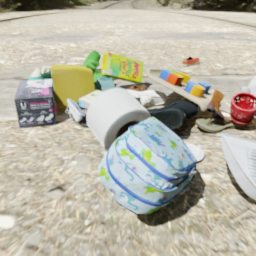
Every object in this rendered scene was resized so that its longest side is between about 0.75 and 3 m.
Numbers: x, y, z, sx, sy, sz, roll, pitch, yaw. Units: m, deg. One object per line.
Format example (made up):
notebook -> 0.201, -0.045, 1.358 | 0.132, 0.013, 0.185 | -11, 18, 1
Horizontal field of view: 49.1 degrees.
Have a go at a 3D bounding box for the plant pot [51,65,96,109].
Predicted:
plant pot -> -2.213, -1.818, 11.564 | 1.621, 1.574, 1.585 | -8, 19, -10

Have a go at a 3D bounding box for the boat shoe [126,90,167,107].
boat shoe -> 0.634, -1.124, 11.625 | 1.932, 0.684, 0.670 | 2, 45, 5

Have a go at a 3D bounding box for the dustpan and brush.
dustpan and brush -> 3.266, 1.390, 6.373 | 1.985, 0.814, 2.844 | 12, 61, -22

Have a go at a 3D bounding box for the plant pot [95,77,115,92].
plant pot -> -0.988, -1.688, 12.244 | 0.956, 0.976, 0.958 | -5, 29, -10

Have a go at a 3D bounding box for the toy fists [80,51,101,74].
toy fists -> -1.944, -2.582, 12.866 | 0.709, 2.061, 1.051 | 36, 46, -19

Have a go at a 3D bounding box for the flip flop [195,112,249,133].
flip flop -> 3.405, -0.293, 10.061 | 2.108, 0.607, 0.855 | -5, 30, -10

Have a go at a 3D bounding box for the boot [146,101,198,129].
boot -> 1.153, -0.386, 10.023 | 2.344, 0.895, 1.969 | -7, 8, 28

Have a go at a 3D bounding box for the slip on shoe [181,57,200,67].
slip on shoe -> 3.900, -4.150, 17.270 | 1.584, 0.485, 0.587 | -21, 33, -36

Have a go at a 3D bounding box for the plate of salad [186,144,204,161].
plate of salad -> 1.825, 0.779, 8.478 | 0.897, 0.215, 0.897 | 0, 32, 0

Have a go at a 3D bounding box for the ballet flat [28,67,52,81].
ballet flat -> -4.469, -2.753, 14.440 | 0.694, 0.726, 2.061 | 11, 30, 29

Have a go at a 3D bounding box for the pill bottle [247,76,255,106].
pill bottle -> 5.863, -1.729, 12.019 | 1.242, 1.242, 2.172 | 19, 34, 30

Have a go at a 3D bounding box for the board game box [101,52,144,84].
board game box -> -0.234, -2.687, 12.702 | 1.958, 0.994, 0.466 | 7, -3, -33

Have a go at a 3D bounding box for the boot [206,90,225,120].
boot -> 3.105, -0.787, 9.604 | 0.788, 0.287, 0.837 | 33, 69, -9

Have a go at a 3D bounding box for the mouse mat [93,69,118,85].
mouse mat -> -1.431, -2.924, 15.444 | 2.759, 0.104, 2.220 | -19, 34, -30

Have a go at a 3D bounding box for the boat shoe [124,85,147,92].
boat shoe -> 0.266, -1.671, 12.225 | 1.282, 0.433, 0.461 | 3, 32, 31

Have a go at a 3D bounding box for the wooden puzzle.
wooden puzzle -> 2.372, -1.719, 11.196 | 2.717, 0.629, 2.517 | 38, 26, 21

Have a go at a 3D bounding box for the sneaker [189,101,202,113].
sneaker -> 2.485, -0.808, 11.263 | 1.118, 0.452, 0.646 | -9, 23, -21

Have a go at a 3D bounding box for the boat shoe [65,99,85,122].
boat shoe -> -2.024, -0.589, 10.307 | 0.446, 0.514, 1.206 | 23, 20, -49

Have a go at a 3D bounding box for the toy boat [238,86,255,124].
toy boat -> 5.093, -0.862, 10.636 | 1.790, 0.990, 2.130 | -24, 35, -24

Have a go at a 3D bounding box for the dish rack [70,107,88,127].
dish rack -> -1.158, -0.711, 10.881 | 2.109, 0.575, 1.618 | -23, 35, -33

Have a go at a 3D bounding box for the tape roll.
tape roll -> -0.278, -0.205, 8.542 | 1.694, 1.694, 1.163 | -17, 47, -29

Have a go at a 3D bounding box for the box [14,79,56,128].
box -> -3.502, -1.026, 10.799 | 1.359, 1.180, 2.056 | -6, 29, -11

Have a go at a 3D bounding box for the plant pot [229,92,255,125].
plant pot -> 3.927, -0.622, 9.579 | 0.915, 0.833, 0.915 | -2, 48, 2

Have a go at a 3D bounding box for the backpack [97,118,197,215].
backpack -> 0.464, 0.770, 6.216 | 2.072, 1.953, 2.540 | 48, 41, 14

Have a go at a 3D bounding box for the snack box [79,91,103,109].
snack box -> -0.814, -0.913, 10.380 | 1.807, 0.335, 1.050 | 18, 35, 31
